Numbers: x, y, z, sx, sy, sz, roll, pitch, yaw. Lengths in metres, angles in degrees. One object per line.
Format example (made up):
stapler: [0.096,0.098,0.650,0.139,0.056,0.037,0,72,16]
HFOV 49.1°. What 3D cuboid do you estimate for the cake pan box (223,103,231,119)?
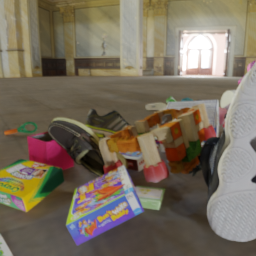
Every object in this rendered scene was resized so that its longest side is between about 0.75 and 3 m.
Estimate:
cake pan box: [3.726,-0.524,10.629,1.301,0.340,1.198,-4,-29,-49]

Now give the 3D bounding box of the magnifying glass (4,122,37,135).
magnifying glass: [-3.830,0.065,10.005,1.152,0.458,0.129,-12,41,-1]

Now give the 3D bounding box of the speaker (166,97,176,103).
speaker: [2.151,-1.052,13.043,0.365,0.825,0.365,-39,-6,-5]

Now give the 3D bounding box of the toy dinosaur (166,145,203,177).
toy dinosaur: [1.584,0.603,6.810,1.404,0.717,0.953,-41,-2,17]

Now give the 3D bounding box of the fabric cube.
fabric cube: [-1.902,0.585,6.928,0.807,0.820,0.823,10,17,38]

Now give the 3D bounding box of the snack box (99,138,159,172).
snack box: [-0.616,0.603,7.329,2.727,0.331,0.980,5,20,35]

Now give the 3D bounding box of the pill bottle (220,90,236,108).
pill bottle: [5.552,-1.089,12.504,2.523,1.427,1.427,-4,14,-16]

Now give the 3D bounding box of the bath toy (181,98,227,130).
bath toy: [2.820,-0.301,9.903,1.010,1.188,2.732,-10,21,-36]

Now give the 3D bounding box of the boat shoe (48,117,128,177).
boat shoe: [-0.952,0.484,6.179,2.023,0.741,0.656,30,34,4]

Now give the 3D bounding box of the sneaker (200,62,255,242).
sneaker: [1.819,0.110,4.376,1.096,2.903,1.652,15,12,2]

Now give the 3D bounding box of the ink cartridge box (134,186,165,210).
ink cartridge box: [0.364,1.265,5.453,0.636,0.210,0.874,4,16,15]

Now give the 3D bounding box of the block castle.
block castle: [0.703,0.363,5.907,1.570,1.102,2.350,-7,14,45]

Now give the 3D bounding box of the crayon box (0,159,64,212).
crayon box: [-2.089,1.078,5.544,1.221,0.356,1.054,7,24,27]

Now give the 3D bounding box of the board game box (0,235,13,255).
board game box: [-2.046,1.704,3.388,1.095,0.300,1.735,-10,17,-38]

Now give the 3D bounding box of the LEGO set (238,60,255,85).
LEGO set: [3.086,-0.254,5.602,1.069,2.605,0.994,-42,-6,10]

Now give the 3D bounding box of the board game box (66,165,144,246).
board game box: [-0.376,1.122,4.437,1.009,0.336,1.501,-26,8,-3]

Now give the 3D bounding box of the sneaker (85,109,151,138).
sneaker: [-0.267,-0.049,8.657,2.265,0.917,0.837,9,-3,-24]

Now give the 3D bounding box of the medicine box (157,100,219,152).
medicine box: [1.842,-0.074,8.282,1.556,0.879,1.709,0,31,21]

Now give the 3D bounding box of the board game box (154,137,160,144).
board game box: [0.898,0.335,9.413,0.589,0.159,0.982,-1,13,-23]

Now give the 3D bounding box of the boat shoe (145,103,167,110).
boat shoe: [1.514,-1.132,15.003,1.156,0.416,0.396,-7,13,14]
